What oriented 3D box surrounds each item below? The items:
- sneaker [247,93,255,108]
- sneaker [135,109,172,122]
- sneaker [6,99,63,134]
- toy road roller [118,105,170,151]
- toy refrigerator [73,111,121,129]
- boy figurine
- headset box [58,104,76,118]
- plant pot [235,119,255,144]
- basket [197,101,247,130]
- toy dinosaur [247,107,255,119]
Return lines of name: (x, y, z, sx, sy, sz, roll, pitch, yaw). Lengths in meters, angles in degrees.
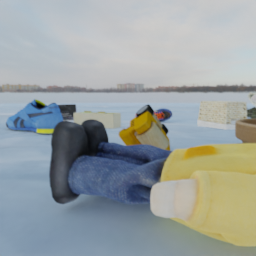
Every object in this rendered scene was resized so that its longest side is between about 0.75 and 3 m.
sneaker: (5.184, -0.808, 10.728, 0.907, 0.681, 1.820, 23, 23, -19)
sneaker: (0.953, -0.404, 10.561, 1.422, 0.536, 0.558, -8, 12, 10)
sneaker: (-2.650, -0.342, 7.840, 2.331, 0.914, 0.768, 3, 9, 39)
toy road roller: (0.230, 0.148, 4.593, 0.737, 0.620, 1.009, -34, 17, 15)
toy refrigerator: (-0.995, -0.280, 8.981, 1.446, 0.506, 0.549, 2, 7, 24)
boy figurine: (0.633, 0.339, 2.077, 2.522, 0.813, 1.568, 0, 3, 25)
headset box: (-2.820, -0.701, 12.043, 1.145, 0.578, 1.541, -3, 3, -13)
plant pot: (1.922, 0.282, 2.970, 1.502, 0.693, 1.502, -1, 7, 0)
basket: (2.926, -0.424, 8.776, 0.920, 0.837, 1.357, -2, 6, -25)
toy dinosaur: (5.360, -0.672, 11.906, 2.970, 0.705, 1.309, -1, 15, 24)
